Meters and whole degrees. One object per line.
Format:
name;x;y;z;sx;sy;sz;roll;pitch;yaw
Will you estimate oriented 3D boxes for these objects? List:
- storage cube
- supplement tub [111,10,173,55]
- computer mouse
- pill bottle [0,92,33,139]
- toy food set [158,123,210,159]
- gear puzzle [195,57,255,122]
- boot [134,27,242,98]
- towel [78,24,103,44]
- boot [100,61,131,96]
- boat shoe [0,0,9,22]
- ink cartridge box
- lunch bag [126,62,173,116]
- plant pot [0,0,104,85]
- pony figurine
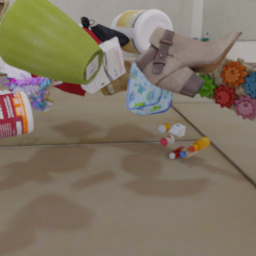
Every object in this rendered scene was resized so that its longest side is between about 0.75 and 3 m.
storage cube;-1.849;-1.978;7.886;1.611;1.695;1.885;22;4;5
supplement tub;0.400;-3.374;9.938;1.514;1.514;2.093;-10;24;-28
computer mouse;-0.773;-2.916;9.005;1.627;0.429;1.126;19;-8;-3
pill bottle;-2.183;-0.139;4.369;1.236;0.698;0.698;-14;23;-28
toy food set;1.556;0.466;8.916;0.817;0.867;1.815;-19;35;-42
gear puzzle;2.347;-1.297;7.465;2.722;1.410;0.356;34;41;29
boot;1.259;-1.721;6.159;1.582;2.164;0.760;38;-14;11
towel;-1.884;-3.367;10.523;1.651;0.853;1.994;3;28;-44
boot;0.535;-1.806;9.504;2.483;0.821;2.174;-5;36;31
boat shoe;-3.136;-2.954;6.830;0.377;1.027;0.322;0;2;-7
ink cartridge box;-0.559;-1.487;6.559;1.326;0.768;0.442;-36;42;-21
lunch bag;0.582;-1.168;7.604;1.299;1.616;0.666;-11;-25;39
plant pot;-1.209;-1.383;4.919;1.454;1.360;1.360;29;25;9
pony figurine;-2.651;-0.973;7.101;1.789;1.543;1.853;9;-22;-16
